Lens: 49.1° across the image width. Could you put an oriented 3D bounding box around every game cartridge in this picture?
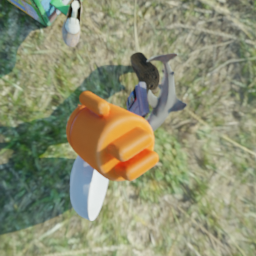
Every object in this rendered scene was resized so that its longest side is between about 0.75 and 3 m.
[{"bbox_3d":[0.231,-0.584,7.763,0.267,1.389,0.901,-7,74,-17],"label":"game cartridge"}]

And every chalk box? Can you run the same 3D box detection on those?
[{"bbox_3d":[-2.737,-4.532,8.425,2.925,1.811,1.820,34,82,4],"label":"chalk box"}]

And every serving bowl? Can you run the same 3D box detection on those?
[{"bbox_3d":[-1.009,1.234,7.261,0.711,2.162,2.162,9,81,7],"label":"serving bowl"}]

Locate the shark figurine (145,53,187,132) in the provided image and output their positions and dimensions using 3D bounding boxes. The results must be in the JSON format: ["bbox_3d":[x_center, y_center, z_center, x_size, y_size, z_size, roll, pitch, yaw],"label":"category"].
[{"bbox_3d":[1.026,-0.828,6.757,0.874,1.251,2.095,25,121,32],"label":"shark figurine"}]

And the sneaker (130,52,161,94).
[{"bbox_3d":[0.576,-1.506,8.195,0.641,0.687,1.820,-23,49,5],"label":"sneaker"}]

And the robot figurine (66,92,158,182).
[{"bbox_3d":[-0.397,0.214,5.507,1.620,2.252,1.313,26,91,-39],"label":"robot figurine"}]

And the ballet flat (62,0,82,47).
[{"bbox_3d":[-1.580,-3.072,7.965,0.525,0.518,1.541,6,73,-16],"label":"ballet flat"}]
